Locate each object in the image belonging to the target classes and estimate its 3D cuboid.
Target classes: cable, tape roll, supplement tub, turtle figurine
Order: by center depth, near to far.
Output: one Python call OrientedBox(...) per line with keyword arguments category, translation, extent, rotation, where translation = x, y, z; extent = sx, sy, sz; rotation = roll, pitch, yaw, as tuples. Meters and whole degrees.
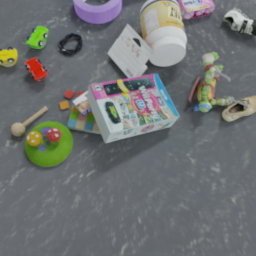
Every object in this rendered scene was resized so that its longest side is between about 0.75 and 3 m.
OrientedBox(category="turtle figurine", translation=(3.747, -1.823, 11.293), extent=(1.816, 2.524, 2.447), rotation=(21, 59, -20))
OrientedBox(category="supplement tub", translation=(1.535, -4.192, 12.291), extent=(1.843, 1.843, 2.553), rotation=(-5, 67, -2))
OrientedBox(category="cable", translation=(-2.619, -3.904, 13.020), extent=(1.212, 0.308, 0.989), rotation=(-39, 72, -16))
OrientedBox(category="tape roll", translation=(-1.505, -6.296, 13.788), extent=(2.353, 0.772, 2.353), rotation=(0, 66, 1))

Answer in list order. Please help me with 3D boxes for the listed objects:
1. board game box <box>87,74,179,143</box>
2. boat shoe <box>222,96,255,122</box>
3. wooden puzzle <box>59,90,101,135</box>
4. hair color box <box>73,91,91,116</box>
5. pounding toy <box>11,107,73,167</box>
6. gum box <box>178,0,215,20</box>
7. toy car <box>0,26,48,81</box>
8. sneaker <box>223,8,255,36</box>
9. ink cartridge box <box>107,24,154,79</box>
OrientedBox(category="board game box", translation=(0.164, -0.833, 10.948), extent=(2.965, 0.953, 2.187), rotation=(-14, 66, -25))
OrientedBox(category="boat shoe", translation=(4.793, -0.880, 11.553), extent=(1.916, 0.622, 0.691), rotation=(-23, 69, -10))
OrientedBox(category="wooden puzzle", translation=(-1.492, -0.654, 11.681), extent=(2.976, 0.209, 1.765), rotation=(10, 67, 4))
OrientedBox(category="hair color box", translation=(-1.580, -1.132, 11.545), extent=(1.233, 0.400, 0.674), rotation=(-39, 75, -14))
OrientedBox(category="pounding toy", translation=(-3.329, 0.255, 10.794), extent=(1.879, 1.130, 2.434), rotation=(-39, 73, -15))
OrientedBox(category="gum box", translation=(3.356, -5.957, 13.721), extent=(1.621, 0.536, 0.920), rotation=(-17, 70, -11))
OrientedBox(category="toy car", translation=(-4.394, -3.445, 12.661), extent=(2.786, 0.621, 2.622), rotation=(22, 68, 8))
OrientedBox(category="sneaker", translation=(5.371, -4.780, 13.189), extent=(0.908, 0.760, 2.051), rotation=(-36, 62, -14))
OrientedBox(category="ink cartridge box", translation=(0.152, -3.222, 12.112), extent=(1.887, 1.638, 0.411), rotation=(52, 31, 19))
